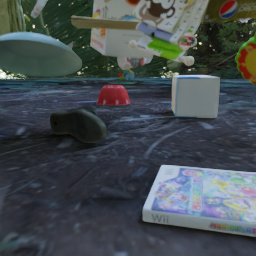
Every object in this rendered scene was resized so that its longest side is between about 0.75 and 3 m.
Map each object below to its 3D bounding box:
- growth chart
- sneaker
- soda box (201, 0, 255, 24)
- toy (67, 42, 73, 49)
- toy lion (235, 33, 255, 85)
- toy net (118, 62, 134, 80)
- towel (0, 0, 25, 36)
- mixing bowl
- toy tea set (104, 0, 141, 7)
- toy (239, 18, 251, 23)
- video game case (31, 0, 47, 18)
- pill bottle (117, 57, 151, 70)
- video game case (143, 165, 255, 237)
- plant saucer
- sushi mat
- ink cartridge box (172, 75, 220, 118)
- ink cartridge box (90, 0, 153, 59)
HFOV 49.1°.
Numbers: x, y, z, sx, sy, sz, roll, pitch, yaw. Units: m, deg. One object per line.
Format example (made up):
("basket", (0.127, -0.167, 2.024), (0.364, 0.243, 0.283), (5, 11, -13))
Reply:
("growth chart", (0.730, -2.189, 4.615), (1.572, 2.172, 0.193), (22, 8, 38))
("sneaker", (-1.003, -0.173, 7.160), (1.207, 0.806, 2.107), (-19, 16, -39))
("soda box", (2.451, -2.888, 6.452), (1.729, 0.586, 0.553), (-11, 50, -11))
("toy", (-2.058, -2.280, 8.595), (0.235, 0.572, 0.994), (28, 43, -1))
("toy lion", (3.562, -1.847, 6.918), (1.778, 1.855, 0.637), (17, 51, 39))
("toy net", (-0.069, -1.802, 8.756), (0.489, 0.180, 0.932), (7, -24, 7))
("towel", (-4.013, -3.434, 9.017), (0.541, 2.201, 2.966), (-16, 27, -38))
("mixing bowl", (-0.726, -1.653, 13.784), (1.655, 0.896, 1.655), (0, 13, 0))
("toy tea set", (0.117, -3.072, 6.217), (2.071, 0.766, 1.231), (14, -25, 6))
("toy", (3.866, -3.988, 8.314), (2.035, 1.172, 0.480), (-28, -20, -12))
("video game case", (-2.079, -3.827, 7.496), (0.192, 1.677, 1.526), (28, -2, -26))
("pill bottle", (0.273, -2.975, 11.967), (1.315, 0.762, 0.762), (-17, 18, -23))
("video game case", (1.416, 0.904, 3.672), (2.186, 0.197, 1.565), (3, 13, 14))
("plant saucer", (-2.148, -1.704, 6.385), (2.195, 0.423, 2.195), (0, -7, 0))
("sushi mat", (-0.060, -2.329, 6.346), (2.361, 0.143, 1.129), (1, 14, -6))
("ink cartridge box", (2.455, -1.250, 10.572), (1.459, 1.434, 1.982), (1, 12, 3))
("ink cartridge box", (-0.108, -3.512, 8.771), (1.678, 2.320, 1.708), (-3, 27, -23))
